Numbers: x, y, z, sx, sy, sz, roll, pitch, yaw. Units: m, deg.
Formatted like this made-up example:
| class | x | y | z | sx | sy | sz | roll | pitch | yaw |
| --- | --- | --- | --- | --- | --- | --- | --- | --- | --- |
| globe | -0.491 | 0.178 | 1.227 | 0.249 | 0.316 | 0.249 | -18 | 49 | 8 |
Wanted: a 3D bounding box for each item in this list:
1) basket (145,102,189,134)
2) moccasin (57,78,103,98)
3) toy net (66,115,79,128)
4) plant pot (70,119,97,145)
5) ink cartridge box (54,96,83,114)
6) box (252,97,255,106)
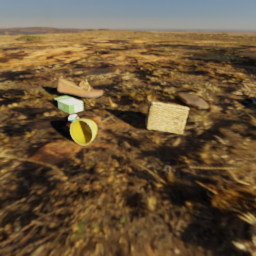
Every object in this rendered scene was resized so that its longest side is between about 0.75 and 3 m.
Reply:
| class | x | y | z | sx | sy | sz | roll | pitch | yaw |
| --- | --- | --- | --- | --- | --- | --- | --- | --- | --- |
| basket | 1.363 | -0.473 | 10.056 | 1.373 | 1.023 | 0.980 | 8 | 20 | -3 |
| moccasin | -2.384 | -2.028 | 14.053 | 2.266 | 0.875 | 0.829 | 11 | 13 | -8 |
| toy net | -2.128 | -0.225 | 10.806 | 0.575 | 0.212 | 1.096 | -30 | 27 | -12 |
| plant pot | -1.353 | 0.065 | 9.089 | 0.850 | 0.850 | 0.603 | 10 | 21 | 23 |
| ink cartridge box | -2.677 | -1.049 | 12.521 | 0.703 | 0.401 | 1.354 | -19 | 29 | -38 |
| box | 6.511 | -1.017 | 12.497 | 1.240 | 0.359 | 1.560 | -1 | 22 | -2 |
